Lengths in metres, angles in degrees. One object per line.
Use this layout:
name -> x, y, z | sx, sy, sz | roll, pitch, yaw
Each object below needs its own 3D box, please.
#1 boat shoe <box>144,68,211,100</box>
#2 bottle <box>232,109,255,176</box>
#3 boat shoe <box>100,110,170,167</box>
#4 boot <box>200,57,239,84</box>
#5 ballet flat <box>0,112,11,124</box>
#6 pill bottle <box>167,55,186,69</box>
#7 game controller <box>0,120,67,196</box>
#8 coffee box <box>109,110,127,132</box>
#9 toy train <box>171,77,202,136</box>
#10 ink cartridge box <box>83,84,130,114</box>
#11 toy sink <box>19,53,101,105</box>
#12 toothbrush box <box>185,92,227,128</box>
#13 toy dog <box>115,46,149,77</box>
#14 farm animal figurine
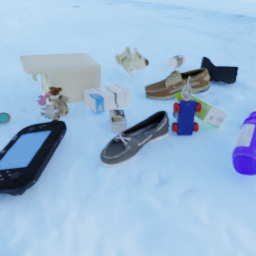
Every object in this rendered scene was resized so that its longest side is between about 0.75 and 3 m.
boat shoe -> 1.887, -1.802, 10.904 | 2.563, 0.947, 0.970 | -10, 37, 4
bottle -> 3.281, 0.273, 7.394 | 0.680, 0.870, 2.082 | 4, 42, 32
boat shoe -> 0.221, 0.203, 8.110 | 2.647, 0.754, 0.885 | -27, 41, -36
boot -> 4.075, -2.581, 12.613 | 1.640, 0.746, 1.952 | 6, 39, 16
ballet flat -> -4.595, -0.254, 9.278 | 1.380, 0.465, 0.440 | -7, 5, -12
pill bottle -> 2.469, -3.372, 14.120 | 0.947, 0.551, 0.551 | -28, 41, -36
game controller -> -2.686, 0.657, 7.337 | 1.553, 0.627, 2.978 | 0, 30, 8
coffee box -> -0.346, -0.239, 9.167 | 0.494, 0.349, 0.874 | 0, 34, -9
toy train -> 1.749, -0.830, 8.670 | 0.826, 1.951, 1.129 | -1, 29, 0
ink cartridge box -> -0.771, -1.114, 10.332 | 1.440, 0.606, 1.041 | -17, 31, -26
toy sink -> -2.599, -1.860, 10.765 | 2.709, 1.518, 1.766 | -9, 32, -24
toothbrush box -> 2.447, -0.606, 9.259 | 0.939, 0.555, 1.290 | 17, 19, -39
toy dog -> 0.318, -2.903, 12.296 | 1.336, 0.932, 1.295 | -9, 68, -48
farm animal figurine -> -2.282, -0.682, 9.027 | 0.764, 1.227, 1.519 | 0, 26, 1
